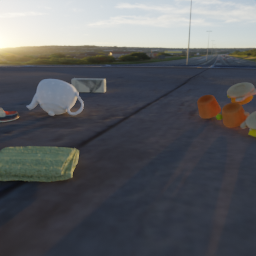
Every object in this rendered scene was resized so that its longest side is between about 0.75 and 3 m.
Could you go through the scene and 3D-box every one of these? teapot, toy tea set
[{"bbox_3d":[-2.252,-0.850,8.771,1.321,0.978,1.339,22,-22,-35],"label":"teapot"},{"bbox_3d":[3.195,-0.371,7.564,1.659,1.033,2.790,-36,29,-13],"label":"toy tea set"}]

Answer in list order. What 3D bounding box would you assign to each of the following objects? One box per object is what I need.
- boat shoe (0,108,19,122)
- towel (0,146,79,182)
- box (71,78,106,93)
[{"bbox_3d":[-3.768,-0.377,7.974,1.293,0.404,0.460,-11,17,-39],"label":"boat shoe"},{"bbox_3d":[-1.580,0.591,4.667,1.445,0.264,1.072,1,16,0],"label":"towel"},{"bbox_3d":[-1.937,-2.110,13.897,1.635,0.672,0.559,0,15,6],"label":"box"}]
